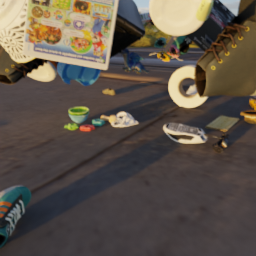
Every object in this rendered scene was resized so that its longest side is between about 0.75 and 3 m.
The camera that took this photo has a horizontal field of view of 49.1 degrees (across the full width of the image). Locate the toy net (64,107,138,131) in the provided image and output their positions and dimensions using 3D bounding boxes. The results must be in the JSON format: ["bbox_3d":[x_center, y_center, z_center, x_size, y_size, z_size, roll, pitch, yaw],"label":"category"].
[{"bbox_3d":[-0.872,-0.306,9.514,2.425,0.468,1.272,1,20,2],"label":"toy net"}]

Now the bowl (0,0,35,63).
[{"bbox_3d":[-2.007,-2.140,5.196,1.675,1.675,0.786,16,-8,37],"label":"bowl"}]

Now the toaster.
[{"bbox_3d":[-1.102,-3.535,9.544,2.319,1.522,2.564,-24,-21,36],"label":"toaster"}]

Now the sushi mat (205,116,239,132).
[{"bbox_3d":[3.273,-0.162,9.666,0.706,0.089,1.476,14,25,34],"label":"sushi mat"}]

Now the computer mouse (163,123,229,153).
[{"bbox_3d":[1.915,0.272,8.074,1.866,0.409,1.023,13,28,17],"label":"computer mouse"}]

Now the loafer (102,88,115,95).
[{"bbox_3d":[-0.948,-1.841,14.024,0.847,0.285,0.322,16,25,38],"label":"loafer"}]

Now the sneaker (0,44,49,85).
[{"bbox_3d":[-2.562,-1.883,7.737,2.760,1.466,1.032,3,-19,7],"label":"sneaker"}]

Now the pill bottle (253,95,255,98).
[{"bbox_3d":[3.319,-1.564,7.442,1.177,1.177,2.104,-8,35,-20],"label":"pill bottle"}]

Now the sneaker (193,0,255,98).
[{"bbox_3d":[2.233,-1.855,5.788,1.481,2.787,1.042,-9,31,-8],"label":"sneaker"}]

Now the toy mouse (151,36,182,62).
[{"bbox_3d":[1.279,-2.604,9.057,1.199,1.066,0.232,27,62,17],"label":"toy mouse"}]

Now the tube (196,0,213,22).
[{"bbox_3d":[1.192,-1.883,4.252,0.216,0.242,0.834,-31,-2,4],"label":"tube"}]

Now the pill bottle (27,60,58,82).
[{"bbox_3d":[-2.938,-2.945,10.175,1.265,1.265,2.310,4,63,11],"label":"pill bottle"}]

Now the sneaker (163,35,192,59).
[{"bbox_3d":[2.112,-3.384,12.098,0.756,0.846,2.119,-44,-4,-11],"label":"sneaker"}]

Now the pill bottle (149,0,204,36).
[{"bbox_3d":[1.065,-2.724,5.443,1.048,1.048,1.835,5,50,14],"label":"pill bottle"}]

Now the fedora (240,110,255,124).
[{"bbox_3d":[4.401,-0.365,9.833,0.890,0.363,0.890,-4,17,1],"label":"fedora"}]

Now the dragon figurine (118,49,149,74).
[{"bbox_3d":[0.307,-2.726,11.411,1.829,0.909,0.538,5,26,-29],"label":"dragon figurine"}]

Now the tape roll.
[{"bbox_3d":[2.554,-1.700,11.593,1.704,1.704,0.596,9,22,24],"label":"tape roll"}]

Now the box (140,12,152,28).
[{"bbox_3d":[0.275,-4.380,11.993,0.951,0.300,1.727,-17,2,-19],"label":"box"}]

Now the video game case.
[{"bbox_3d":[-0.862,-2.016,4.444,1.395,1.948,0.176,9,12,-8],"label":"video game case"}]

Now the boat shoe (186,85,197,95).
[{"bbox_3d":[3.198,-1.893,13.990,0.457,0.406,1.242,7,21,20],"label":"boat shoe"}]

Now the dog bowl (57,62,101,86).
[{"bbox_3d":[-1.696,-2.005,9.641,0.436,0.981,1.760,39,23,27],"label":"dog bowl"}]

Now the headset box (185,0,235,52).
[{"bbox_3d":[3.090,-3.431,9.822,1.983,1.029,2.665,35,43,-13],"label":"headset box"}]

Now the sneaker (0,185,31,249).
[{"bbox_3d":[-2.010,1.522,4.406,0.646,0.577,1.616,12,29,21],"label":"sneaker"}]

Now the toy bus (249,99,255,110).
[{"bbox_3d":[5.303,-0.964,11.590,0.349,0.290,0.890,2,20,5],"label":"toy bus"}]

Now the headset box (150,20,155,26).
[{"bbox_3d":[1.611,-4.714,12.091,1.303,0.503,0.969,9,42,-10],"label":"headset box"}]
